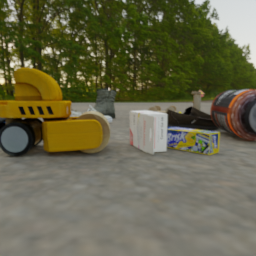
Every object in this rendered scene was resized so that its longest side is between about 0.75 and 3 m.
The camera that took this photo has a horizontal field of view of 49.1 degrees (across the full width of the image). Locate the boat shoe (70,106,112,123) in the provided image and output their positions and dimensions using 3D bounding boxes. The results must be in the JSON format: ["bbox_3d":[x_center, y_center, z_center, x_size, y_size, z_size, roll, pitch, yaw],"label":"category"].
[{"bbox_3d":[-1.747,-0.633,13.161,1.970,0.840,0.728,0,7,3],"label":"boat shoe"}]

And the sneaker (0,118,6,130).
[{"bbox_3d":[-4.393,-0.172,10.125,1.133,0.740,2.025,5,16,16],"label":"sneaker"}]

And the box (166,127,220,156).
[{"bbox_3d":[1.443,0.283,6.747,0.456,0.497,1.419,-6,9,-43],"label":"box"}]

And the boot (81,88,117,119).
[{"bbox_3d":[-1.677,-1.331,15.403,0.884,1.706,2.612,6,9,40],"label":"boot"}]

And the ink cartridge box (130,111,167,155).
[{"bbox_3d":[0.517,0.074,6.795,0.526,0.908,1.559,-2,8,-18],"label":"ink cartridge box"}]

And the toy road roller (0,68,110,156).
[{"bbox_3d":[-1.736,-0.417,6.628,2.613,1.907,1.606,-1,7,-5],"label":"toy road roller"}]

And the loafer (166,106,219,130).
[{"bbox_3d":[2.565,-0.383,10.763,2.502,0.893,0.913,-2,7,-15],"label":"loafer"}]

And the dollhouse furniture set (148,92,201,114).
[{"bbox_3d":[2.062,-0.882,12.545,2.275,1.481,2.090,2,6,12],"label":"dollhouse furniture set"}]

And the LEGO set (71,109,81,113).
[{"bbox_3d":[-3.235,-0.937,16.747,0.823,0.620,1.071,-3,7,-23],"label":"LEGO set"}]

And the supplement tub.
[{"bbox_3d":[3.645,-0.435,8.689,1.508,1.508,2.821,0,8,0],"label":"supplement tub"}]
